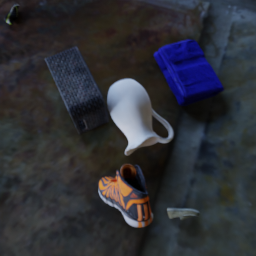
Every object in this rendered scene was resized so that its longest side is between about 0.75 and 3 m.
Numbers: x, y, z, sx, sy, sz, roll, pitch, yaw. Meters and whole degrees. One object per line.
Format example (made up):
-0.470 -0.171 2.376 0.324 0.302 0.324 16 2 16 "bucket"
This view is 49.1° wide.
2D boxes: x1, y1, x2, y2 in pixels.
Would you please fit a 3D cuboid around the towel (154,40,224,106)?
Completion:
2.425 -2.320 11.276 1.985 0.666 2.688 -20 69 -7 "towel"

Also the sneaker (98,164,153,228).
-0.123 1.682 8.457 1.029 2.653 1.486 -15 110 -31 "sneaker"

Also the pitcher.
0.446 -0.464 10.209 2.154 1.522 2.510 -9 70 -33 "pitcher"

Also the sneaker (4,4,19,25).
-5.159 -5.094 12.682 0.454 0.393 1.096 28 69 -15 "sneaker"

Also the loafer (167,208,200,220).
1.828 2.865 9.269 1.068 0.401 0.372 0 78 12 "loafer"

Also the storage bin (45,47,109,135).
-1.836 -1.339 10.240 1.262 1.820 2.692 -24 69 -9 "storage bin"
